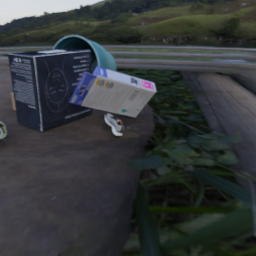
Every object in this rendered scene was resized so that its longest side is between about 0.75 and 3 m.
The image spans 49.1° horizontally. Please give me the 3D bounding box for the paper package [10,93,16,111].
[{"bbox_3d":[-4.577,-1.161,12.066,0.794,0.757,0.411,-15,26,-35],"label":"paper package"}]

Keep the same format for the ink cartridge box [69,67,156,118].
[{"bbox_3d":[-0.568,-1.260,10.094,2.743,1.637,0.576,9,52,-27],"label":"ink cartridge box"}]

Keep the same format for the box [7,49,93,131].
[{"bbox_3d":[-2.771,-1.556,10.515,1.617,2.565,2.609,14,25,35],"label":"box"}]

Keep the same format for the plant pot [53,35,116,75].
[{"bbox_3d":[-2.069,-3.132,14.675,2.950,2.950,2.772,10,13,24],"label":"plant pot"}]

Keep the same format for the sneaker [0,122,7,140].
[{"bbox_3d":[-4.422,0.061,8.883,1.082,0.808,2.410,28,-8,-19],"label":"sneaker"}]

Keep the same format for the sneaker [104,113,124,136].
[{"bbox_3d":[-0.432,-0.185,9.444,0.410,0.439,1.108,9,30,-39],"label":"sneaker"}]
